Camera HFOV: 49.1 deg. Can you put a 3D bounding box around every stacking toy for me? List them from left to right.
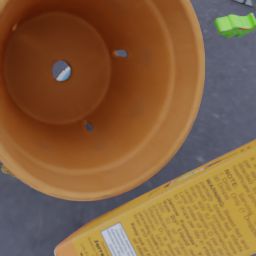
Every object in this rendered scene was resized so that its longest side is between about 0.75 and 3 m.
[{"bbox_3d":[1.997,-2.452,4.343,2.554,0.600,1.925,-15,82,-31],"label":"stacking toy"}]

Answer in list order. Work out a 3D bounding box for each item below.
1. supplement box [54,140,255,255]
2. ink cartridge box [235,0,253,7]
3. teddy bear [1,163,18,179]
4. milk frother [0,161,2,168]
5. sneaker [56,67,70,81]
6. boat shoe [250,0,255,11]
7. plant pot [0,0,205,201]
[{"bbox_3d":[0.628,1.122,3.299,2.924,0.973,1.006,-33,81,17],"label":"supplement box"},{"bbox_3d":[4.281,-4.741,9.526,1.485,0.617,1.088,26,63,14],"label":"ink cartridge box"},{"bbox_3d":[-1.829,0.734,4.749,1.107,0.802,0.369,21,69,-1],"label":"teddy bear"},{"bbox_3d":[-3.064,-0.035,3.631,2.076,2.207,1.991,24,93,10],"label":"milk frother"},{"bbox_3d":[-1.509,-0.507,7.060,1.121,0.976,2.491,28,68,-2],"label":"sneaker"},{"bbox_3d":[2.839,-1.351,3.789,0.811,0.941,2.614,-45,62,14],"label":"boat shoe"},{"bbox_3d":[-0.668,-0.718,3.967,2.864,2.864,2.005,-37,31,-19],"label":"plant pot"}]
